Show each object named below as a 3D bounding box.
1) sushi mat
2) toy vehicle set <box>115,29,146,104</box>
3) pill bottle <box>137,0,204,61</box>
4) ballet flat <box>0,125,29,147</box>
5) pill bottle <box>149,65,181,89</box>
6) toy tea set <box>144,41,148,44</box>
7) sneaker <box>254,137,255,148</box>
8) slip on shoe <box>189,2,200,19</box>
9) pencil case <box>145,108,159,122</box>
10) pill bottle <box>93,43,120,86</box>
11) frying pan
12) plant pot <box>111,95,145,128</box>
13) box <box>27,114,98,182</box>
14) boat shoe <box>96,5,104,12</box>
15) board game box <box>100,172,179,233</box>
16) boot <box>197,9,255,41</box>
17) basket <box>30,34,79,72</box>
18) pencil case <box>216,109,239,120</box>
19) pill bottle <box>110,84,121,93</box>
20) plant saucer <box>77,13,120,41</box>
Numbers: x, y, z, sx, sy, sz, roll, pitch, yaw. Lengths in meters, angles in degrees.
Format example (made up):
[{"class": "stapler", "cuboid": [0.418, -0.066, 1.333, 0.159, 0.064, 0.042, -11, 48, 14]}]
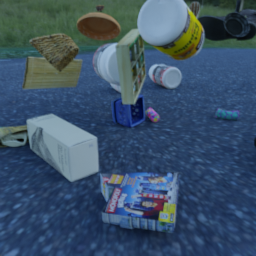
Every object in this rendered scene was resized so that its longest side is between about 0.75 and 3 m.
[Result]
[{"class": "sushi mat", "cuboid": [-2.421, -1.785, 9.204, 0.134, 1.059, 2.213, 32, 26, 28]}, {"class": "toy vehicle set", "cuboid": [0.161, -2.067, 8.948, 0.364, 1.707, 2.748, -1, 28, 12]}, {"class": "pill bottle", "cuboid": [1.240, -2.490, 7.322, 1.221, 1.221, 2.235, 12, 5, 29]}, {"class": "ballet flat", "cuboid": [-3.210, 0.242, 8.973, 2.078, 0.735, 0.735, -8, 22, -23]}, {"class": "pill bottle", "cuboid": [2.185, -3.191, 17.101, 1.257, 1.257, 2.170, -8, 22, -20]}, {"class": "toy tea set", "cuboid": [1.018, -3.077, 9.606, 0.994, 1.598, 2.687, -27, -5, 22]}, {"class": "sneaker", "cuboid": [4.409, 0.771, 7.026, 1.197, 1.069, 2.997, -6, 15, -10]}, {"class": "slip on shoe", "cuboid": [2.733, -4.663, 11.897, 0.497, 1.308, 0.396, 7, -4, 3]}, {"class": "pencil case", "cuboid": [0.970, -0.524, 11.274, 0.381, 0.381, 0.863, -5, 23, -13]}, {"class": "pill bottle", "cuboid": [-0.456, -2.704, 11.864, 1.720, 1.720, 2.969, -6, 17, -14]}, {"class": "frying pan", "cuboid": [2.515, -2.644, 6.701, 0.656, 1.084, 0.176, -10, -12, -13]}, {"class": "plant pot", "cuboid": [-0.033, -0.690, 10.800, 0.966, 1.074, 1.074, 8, 22, 34]}, {"class": "box", "cuboid": [-1.880, 0.450, 7.773, 0.867, 1.042, 2.536, -17, 25, -36]}, {"class": "boat shoe", "cuboid": [-1.213, -5.122, 12.023, 0.268, 0.268, 0.762, -2, 23, 16]}, {"class": "board game box", "cuboid": [0.130, 1.463, 5.759, 1.729, 0.534, 1.730, 4, 21, 12]}, {"class": "boot", "cuboid": [3.903, -3.893, 10.342, 2.370, 0.821, 2.064, 19, 43, 25]}, {"class": "basket", "cuboid": [-1.447, -1.628, 5.650, 0.660, 0.689, 0.925, -45, 6, -1]}, {"class": "pencil case", "cuboid": [3.990, -0.544, 11.279, 0.877, 0.405, 0.373, 8, 11, 16]}, {"class": "pill bottle", "cuboid": [-0.498, -2.534, 15.926, 0.856, 0.856, 1.510, -8, 21, -19]}, {"class": "plant saucer", "cuboid": [-0.795, -2.769, 7.619, 1.182, 0.221, 1.182, 4, -12, 1]}]
